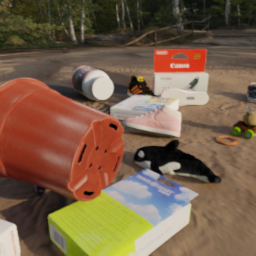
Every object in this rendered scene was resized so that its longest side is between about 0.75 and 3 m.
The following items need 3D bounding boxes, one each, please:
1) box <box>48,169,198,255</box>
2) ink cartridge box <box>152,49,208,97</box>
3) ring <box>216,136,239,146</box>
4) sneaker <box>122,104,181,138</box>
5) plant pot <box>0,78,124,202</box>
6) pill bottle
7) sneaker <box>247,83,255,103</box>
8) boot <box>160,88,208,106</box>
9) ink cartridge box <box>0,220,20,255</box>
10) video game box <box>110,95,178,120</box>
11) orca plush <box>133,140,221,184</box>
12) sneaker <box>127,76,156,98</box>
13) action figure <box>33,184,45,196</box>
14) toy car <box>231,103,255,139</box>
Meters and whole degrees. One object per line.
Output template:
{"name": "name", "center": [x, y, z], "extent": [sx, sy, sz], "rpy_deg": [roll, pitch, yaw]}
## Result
{"name": "box", "center": [-0.016, 1.742, 5.520], "extent": [2.614, 0.623, 1.594], "rpy_deg": [-18, 27, -40]}
{"name": "ink cartridge box", "center": [2.773, -2.828, 14.844], "extent": [2.904, 2.520, 0.632], "rpy_deg": [-2, 21, -4]}
{"name": "ring", "center": [3.445, 0.446, 9.719], "extent": [0.760, 0.073, 0.760], "rpy_deg": [0, 22, 0]}
{"name": "sneaker", "center": [0.887, -0.362, 10.090], "extent": [2.112, 1.104, 0.795], "rpy_deg": [10, -4, 15]}
{"name": "plant pot", "center": [-1.448, 0.325, 5.824], "extent": [2.256, 2.320, 2.320], "rpy_deg": [18, 27, 27]}
{"name": "pill bottle", "center": [-1.890, -2.349, 14.912], "extent": [1.561, 1.561, 2.820], "rpy_deg": [-11, 23, -27]}
{"name": "sneaker", "center": [6.738, -1.895, 14.913], "extent": [0.761, 0.770, 1.940], "rpy_deg": [5, 23, 8]}
{"name": "boot", "center": [2.724, -1.573, 14.123], "extent": [2.402, 0.874, 1.085], "rpy_deg": [6, 15, -9]}
{"name": "ink cartridge box", "center": [-2.289, 2.075, 4.558], "extent": [0.404, 0.693, 0.957], "rpy_deg": [9, 23, 23]}
{"name": "video game box", "center": [0.792, -0.864, 12.387], "extent": [2.269, 0.583, 2.491], "rpy_deg": [6, 21, 27]}
{"name": "orca plush", "center": [1.264, 0.813, 7.586], "extent": [1.319, 0.891, 2.506], "rpy_deg": [-19, 28, -40]}
{"name": "sneaker", "center": [0.666, -2.040, 14.637], "extent": [0.931, 1.198, 2.661], "rpy_deg": [-9, 23, -22]}
{"name": "action figure", "center": [-2.434, 0.989, 7.370], "extent": [1.223, 0.652, 1.879], "rpy_deg": [-9, 26, -37]}
{"name": "toy car", "center": [4.321, -0.311, 10.183], "extent": [0.901, 1.142, 0.938], "rpy_deg": [15, 25, 33]}
